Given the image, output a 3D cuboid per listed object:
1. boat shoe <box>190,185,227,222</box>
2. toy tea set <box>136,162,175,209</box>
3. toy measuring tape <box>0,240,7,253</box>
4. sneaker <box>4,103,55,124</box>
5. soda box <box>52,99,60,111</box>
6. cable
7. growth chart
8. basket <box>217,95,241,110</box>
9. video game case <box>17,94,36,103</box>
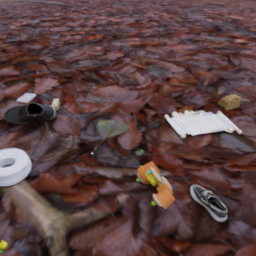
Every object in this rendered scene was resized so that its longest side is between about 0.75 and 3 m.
[{"bbox_3d":[2.467,2.167,8.540,0.517,0.466,1.462,-17,37,-24],"label":"boat shoe"},{"bbox_3d":[0.732,1.751,8.291,0.767,1.233,2.073,-37,0,5],"label":"toy tea set"},{"bbox_3d":[-3.853,3.035,7.207,1.408,0.518,0.518,-3,33,-4],"label":"toy measuring tape"},{"bbox_3d":[-4.340,-0.696,11.710,2.276,0.851,1.209,-7,-6,7],"label":"sneaker"},{"bbox_3d":[-3.555,-1.139,13.756,0.272,0.257,0.802,-7,33,-1],"label":"soda box"},{"bbox_3d":[-4.156,1.339,9.702,1.527,0.529,1.526,19,36,26],"label":"cable"},{"bbox_3d":[3.213,-0.232,12.408,2.883,0.256,2.087,-5,33,-8],"label":"growth chart"},{"bbox_3d":[4.956,-1.354,13.754,0.914,0.652,0.681,-14,37,-22],"label":"basket"},{"bbox_3d":[-5.303,-1.558,14.594,0.606,0.076,0.846,8,34,13],"label":"video game case"}]
